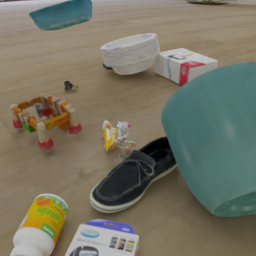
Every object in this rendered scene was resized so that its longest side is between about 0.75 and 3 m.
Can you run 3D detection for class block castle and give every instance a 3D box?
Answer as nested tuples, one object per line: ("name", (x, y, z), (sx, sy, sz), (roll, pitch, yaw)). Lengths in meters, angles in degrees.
("block castle", (-2.433, -0.186, 8.289), (1.371, 0.963, 2.052), (-30, 39, -33))

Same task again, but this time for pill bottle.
("pill bottle", (-1.599, 1.868, 5.040), (0.702, 0.702, 1.265), (4, 31, 6))

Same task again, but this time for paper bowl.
("paper bowl", (0.160, -3.344, 12.825), (2.622, 1.364, 2.622), (-13, 25, 6))

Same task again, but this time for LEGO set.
("LEGO set", (-0.256, 0.250, 7.842), (0.682, 0.843, 1.834), (9, -1, -16))

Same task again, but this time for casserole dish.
("casserole dish", (-1.834, -3.289, 8.259), (1.665, 0.533, 2.748), (-15, 19, 3))

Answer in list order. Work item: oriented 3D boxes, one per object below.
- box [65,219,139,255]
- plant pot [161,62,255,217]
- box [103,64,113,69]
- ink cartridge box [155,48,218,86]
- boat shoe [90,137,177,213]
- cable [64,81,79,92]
("box", (-0.516, 2.347, 4.568), (1.140, 0.397, 1.915), (7, 29, 12))
("plant pot", (2.227, 0.452, 5.592), (2.744, 2.744, 2.202), (-4, 57, -7))
("box", (-0.787, -3.129, 13.985), (0.803, 0.145, 0.574), (-15, 34, -21))
("ink cartridge box", (2.530, -2.725, 12.484), (1.706, 0.990, 2.312), (-18, 36, -27))
("boat shoe", (0.215, 0.962, 6.450), (2.682, 0.835, 1.000), (-27, 42, -36))
("cable", (-2.458, -1.696, 11.620), (0.539, 0.279, 1.109), (-34, 29, -19))
